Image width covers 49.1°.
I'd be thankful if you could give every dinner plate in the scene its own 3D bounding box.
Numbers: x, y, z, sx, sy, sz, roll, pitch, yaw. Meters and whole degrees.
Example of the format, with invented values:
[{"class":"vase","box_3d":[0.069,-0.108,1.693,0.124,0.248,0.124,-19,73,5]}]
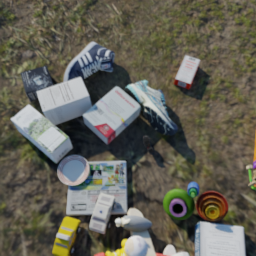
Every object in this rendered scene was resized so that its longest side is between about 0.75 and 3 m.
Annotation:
[{"class":"dinner plate","box_3d":[-2.029,1.583,10.427,1.175,0.142,1.175,-1,64,2]}]

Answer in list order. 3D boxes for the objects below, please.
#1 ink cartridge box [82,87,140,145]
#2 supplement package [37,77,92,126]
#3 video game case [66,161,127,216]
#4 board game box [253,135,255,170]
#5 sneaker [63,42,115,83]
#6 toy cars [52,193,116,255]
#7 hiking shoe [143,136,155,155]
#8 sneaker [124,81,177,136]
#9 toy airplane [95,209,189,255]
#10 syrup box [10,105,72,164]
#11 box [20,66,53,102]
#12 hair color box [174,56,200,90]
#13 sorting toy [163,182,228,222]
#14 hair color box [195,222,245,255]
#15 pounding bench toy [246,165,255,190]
[{"class":"ink cartridge box","box_3d":[-0.639,-0.512,11.340,1.403,0.797,1.925,42,71,15]},{"class":"supplement package","box_3d":[-2.555,-1.065,11.452,1.872,1.135,1.121,-21,61,-10]},{"class":"video game case","box_3d":[-1.124,2.192,10.318,2.142,0.236,1.953,-2,63,0]},{"class":"board game box","box_3d":[6.093,0.442,10.113,2.163,2.165,2.164,14,64,7]},{"class":"sneaker","box_3d":[-1.622,-2.648,12.390,1.479,0.955,2.726,25,63,14]},{"class":"toy cars","box_3d":[-1.492,3.252,9.403,2.723,0.603,1.221,-33,68,-8]},{"class":"hiking shoe","box_3d":[0.815,0.693,10.947,0.304,0.403,0.801,-22,76,9]},{"class":"sneaker","box_3d":[1.142,-0.958,11.454,1.239,1.114,2.871,-34,68,-19]},{"class":"toy airplane","box_3d":[0.426,3.987,8.321,2.947,2.079,2.934,24,42,29]},{"class":"syrup box","box_3d":[-3.360,0.221,10.914,2.328,0.948,0.917,36,66,18]},{"class":"box","box_3d":[-3.906,-1.932,12.171,1.181,0.693,1.161,-19,65,-11]},{"class":"hair color box","box_3d":[2.650,-2.503,12.594,0.742,0.448,1.462,21,66,11]},{"class":"sorting toy","box_3d":[2.189,2.562,9.298,2.178,0.894,1.309,-5,93,15]},{"class":"hair color box","box_3d":[2.851,4.555,8.740,1.441,0.872,2.882,6,63,3]},{"class":"pounding bench toy","box_3d":[4.708,1.881,10.277,0.943,0.586,0.735,27,67,13]}]
